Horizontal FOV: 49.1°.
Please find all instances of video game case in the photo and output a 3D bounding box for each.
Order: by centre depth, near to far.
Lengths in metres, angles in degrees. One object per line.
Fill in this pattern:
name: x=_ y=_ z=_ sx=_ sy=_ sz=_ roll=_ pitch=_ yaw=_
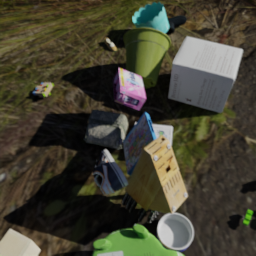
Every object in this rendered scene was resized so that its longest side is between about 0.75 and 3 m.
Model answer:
video game case: x=0.345 y=0.476 z=9.470 sx=0.183 sy=1.470 sz=2.054 roll=29 pitch=21 yaw=-18
video game case: x=0.929 y=0.525 z=11.182 sx=1.588 sy=0.207 sz=1.745 roll=6 pitch=47 yaw=7

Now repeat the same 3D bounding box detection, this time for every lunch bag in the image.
lunch bag: x=-0.854 y=0.120 z=11.114 sx=1.571 sy=1.095 sz=1.318 roll=11 pitch=70 yaw=10

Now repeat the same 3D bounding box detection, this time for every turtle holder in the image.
turtle holder: x=0.215 y=3.756 z=7.728 sx=2.524 sy=1.792 sz=1.918 roll=-30 pitch=55 yaw=-24

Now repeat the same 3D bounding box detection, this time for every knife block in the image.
knife block: x=0.469 y=1.682 z=8.682 sx=2.438 sy=2.778 sz=0.889 roll=-5 pitch=22 yaw=46

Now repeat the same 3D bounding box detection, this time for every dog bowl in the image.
dog bowl: x=1.472 y=3.339 z=8.912 sx=1.139 sy=0.449 sz=1.139 roll=0 pitch=52 yaw=0

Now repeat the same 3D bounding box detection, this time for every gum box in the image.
gum box: x=0.018 y=-1.450 z=10.497 sx=1.006 sy=0.586 sz=1.773 roll=18 pitch=34 yaw=-18

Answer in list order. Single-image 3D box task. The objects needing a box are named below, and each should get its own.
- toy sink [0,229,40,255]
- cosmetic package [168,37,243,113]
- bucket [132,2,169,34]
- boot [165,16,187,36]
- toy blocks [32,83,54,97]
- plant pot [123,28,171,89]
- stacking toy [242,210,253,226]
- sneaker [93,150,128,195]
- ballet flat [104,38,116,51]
toy sink: x=-3.463 y=3.947 z=8.063 sx=0.897 sy=1.043 sz=1.601 roll=20 pitch=55 yaw=15
cosmetic package: x=3.327 y=-2.334 z=12.330 sx=2.513 sy=2.103 sz=2.090 roll=18 pitch=55 yaw=14
bucket: x=1.263 y=-5.754 z=15.264 sx=1.898 sy=1.235 sz=1.898 roll=-17 pitch=46 yaw=18
boot: x=2.592 y=-5.820 z=16.031 sx=1.583 sy=0.604 sz=1.330 roll=-2 pitch=48 yaw=7
toy blocks: x=-3.983 y=-1.765 z=12.992 sx=0.681 sy=0.498 sz=0.996 roll=3 pitch=49 yaw=16
plant pot: x=0.711 y=-3.019 z=12.784 sx=2.233 sy=2.233 sz=2.121 roll=8 pitch=77 yaw=6
stacking toy: x=4.916 y=2.792 z=9.381 sx=1.555 sy=0.484 sz=2.062 roll=27 pitch=58 yaw=22
sneaker: x=-0.731 y=1.374 z=8.954 sx=0.861 sy=0.851 sz=2.169 roll=-30 pitch=20 yaw=-7
ballet flat: x=-0.996 y=-4.552 z=15.222 sx=0.364 sy=0.334 sz=1.060 roll=-28 pitch=57 yaw=-21
